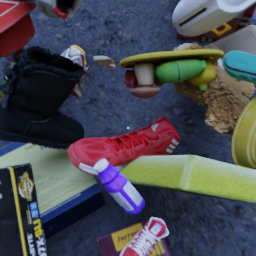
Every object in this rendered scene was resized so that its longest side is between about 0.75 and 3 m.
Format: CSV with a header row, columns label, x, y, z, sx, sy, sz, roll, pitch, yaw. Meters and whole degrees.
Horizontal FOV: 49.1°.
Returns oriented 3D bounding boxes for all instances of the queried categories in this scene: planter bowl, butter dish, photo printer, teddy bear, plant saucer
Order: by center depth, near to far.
label,x,y,z,sx,sy,sz,roll,pitch,yaw
planter bowl,2.647,0.164,4.992,1.579,1.579,0.658,-36,33,-17
plant saucer,1.294,0.957,5.265,2.417,2.413,0.579,15,77,-24
teddy bear,1.833,-0.885,6.040,1.811,0.834,2.497,-18,66,-37
photo printer,2.372,-3.105,6.266,2.785,2.317,0.967,-35,102,-7
butter dish,-3.067,-2.316,7.012,1.668,1.233,1.663,22,59,34

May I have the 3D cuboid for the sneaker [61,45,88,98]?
label,x,y,z,sx,sy,sz,roll,pitch,yaw
sneaker,-1.249,-1.275,6.601,0.753,1.934,0.795,36,78,-4

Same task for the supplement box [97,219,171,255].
label,x,y,z,sx,sy,sz,roll,pitch,yaw
supplement box,0.415,3.570,6.220,1.469,1.140,2.662,-19,64,-9

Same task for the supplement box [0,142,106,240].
label,x,y,z,sx,sy,sz,roll,pitch,yaw
supplement box,-2.071,1.398,7.167,2.196,1.474,2.194,-28,66,-14

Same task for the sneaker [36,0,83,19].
label,x,y,z,sx,sy,sz,roll,pitch,yaw
sneaker,-1.876,-3.445,7.425,1.031,2.929,1.369,19,74,-31

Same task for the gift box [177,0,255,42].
label,x,y,z,sx,sy,sz,roll,pitch,yaw
gift box,2.924,-4.938,9.805,2.904,2.680,2.712,12,65,1

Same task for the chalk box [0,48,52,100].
label,x,y,z,sx,sy,sz,roll,pitch,yaw
chalk box,-2.861,-1.513,8.774,1.331,1.341,2.148,7,62,3

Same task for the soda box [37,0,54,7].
label,x,y,z,sx,sy,sz,roll,pitch,yaw
soda box,-2.207,-3.662,6.170,0.800,0.856,2.512,8,36,-41

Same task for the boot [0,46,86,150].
label,x,y,z,sx,sy,sz,roll,pitch,yaw
boot,-1.415,-0.487,5.339,2.191,1.795,0.811,10,38,-44

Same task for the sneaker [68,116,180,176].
label,x,y,z,sx,sy,sz,roll,pitch,yaw
sneaker,0.070,0.218,5.869,2.483,1.434,0.973,1,46,-41

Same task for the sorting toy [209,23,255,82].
label,x,y,z,sx,sy,sz,roll,pitch,yaw
sorting toy,3.217,-2.200,7.987,1.455,0.352,2.584,-21,53,9

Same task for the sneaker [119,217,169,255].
label,x,y,z,sx,sy,sz,roll,pitch,yaw
sneaker,0.211,1.414,3.423,0.309,0.488,0.868,41,25,7

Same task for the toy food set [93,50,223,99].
label,x,y,z,sx,sy,sz,roll,pitch,yaw
toy food set,0.591,-0.922,5.120,2.253,1.325,0.736,-4,95,1

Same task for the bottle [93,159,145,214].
label,x,y,z,sx,sy,sz,roll,pitch,yaw
bottle,-0.166,1.015,4.851,0.358,0.458,1.097,-47,110,-27

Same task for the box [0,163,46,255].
label,x,y,z,sx,sy,sz,roll,pitch,yaw
box,-2.419,1.586,4.655,2.143,0.529,1.711,-12,85,24

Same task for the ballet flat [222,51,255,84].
label,x,y,z,sx,sy,sz,roll,pitch,yaw
ballet flat,2.306,-0.901,4.656,1.481,0.521,0.499,23,92,17
